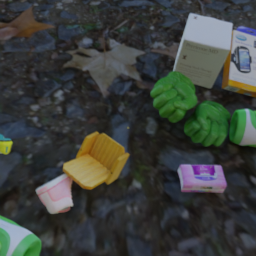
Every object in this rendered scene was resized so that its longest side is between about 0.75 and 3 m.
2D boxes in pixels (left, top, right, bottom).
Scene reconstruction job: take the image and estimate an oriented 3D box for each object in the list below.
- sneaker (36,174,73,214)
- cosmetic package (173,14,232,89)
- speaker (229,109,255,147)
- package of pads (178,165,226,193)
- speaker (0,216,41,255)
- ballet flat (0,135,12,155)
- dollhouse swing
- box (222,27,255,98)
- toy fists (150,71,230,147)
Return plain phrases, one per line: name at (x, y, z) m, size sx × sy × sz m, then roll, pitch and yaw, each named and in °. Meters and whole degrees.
sneaker at (-1.786, 1.751, 7.430) m, size 0.634 × 1.684 × 0.880 m, roll -30°, pitch 89°, yaw 8°
cosmetic package at (2.688, -2.812, 10.354) m, size 1.604 × 1.917 × 1.595 m, roll 15°, pitch 56°, yaw 5°
speaker at (4.687, 0.157, 8.650) m, size 2.798 × 1.237 × 1.237 m, roll 9°, pitch 50°, yaw 8°
package of pads at (2.040, 1.412, 7.840) m, size 1.221 × 0.462 × 0.736 m, roll 1°, pitch 47°, yaw -3°
speaker at (-3.449, 2.610, 6.597) m, size 2.633 × 1.164 × 1.164 m, roll 17°, pitch 52°, yaw 14°
ballet flat at (-4.008, 0.513, 8.650) m, size 0.519 × 0.520 × 1.552 m, roll -4°, pitch 9°, yaw -41°
dollhouse swing at (-0.946, 0.864, 7.742) m, size 1.301 × 1.182 × 1.144 m, roll 34°, pitch 15°, yaw 26°
box at (4.309, -2.466, 10.284) m, size 1.466 × 0.511 × 2.462 m, roll 13°, pitch 76°, yaw -10°
toy fists at (2.014, -0.550, 8.915) m, size 2.832 × 0.974 × 1.443 m, roll 39°, pitch 63°, yaw -5°
